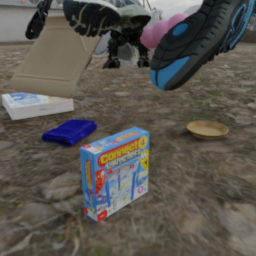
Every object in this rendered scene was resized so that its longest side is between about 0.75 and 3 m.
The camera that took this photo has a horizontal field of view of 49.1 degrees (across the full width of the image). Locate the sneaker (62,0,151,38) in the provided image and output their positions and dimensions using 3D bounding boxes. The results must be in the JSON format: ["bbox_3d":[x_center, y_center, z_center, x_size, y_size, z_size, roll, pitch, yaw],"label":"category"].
[{"bbox_3d":[-0.476,-2.288,5.340,2.024,0.874,0.786,-16,-15,-48],"label":"sneaker"}]

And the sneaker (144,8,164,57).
[{"bbox_3d":[1.204,-2.686,9.066,1.165,2.339,0.876,-22,22,33],"label":"sneaker"}]

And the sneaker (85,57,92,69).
[{"bbox_3d":[-2.157,-3.145,10.804,1.062,2.798,1.270,15,59,13],"label":"sneaker"}]

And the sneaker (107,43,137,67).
[{"bbox_3d":[-0.761,-3.957,13.280,2.886,1.124,1.434,37,7,-9],"label":"sneaker"}]

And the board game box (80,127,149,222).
[{"bbox_3d":[-0.231,0.943,5.993,0.441,1.545,1.578,20,29,41],"label":"board game box"}]

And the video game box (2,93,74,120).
[{"bbox_3d":[-4.142,-1.146,12.700,2.634,0.617,2.400,-13,27,-29],"label":"video game box"}]

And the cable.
[{"bbox_3d":[-2.607,-3.297,8.265,0.410,1.316,1.614,22,-27,-21],"label":"cable"}]

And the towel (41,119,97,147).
[{"bbox_3d":[-2.010,0.080,9.767,1.264,0.424,1.711,10,23,22],"label":"towel"}]

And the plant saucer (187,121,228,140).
[{"bbox_3d":[2.800,0.106,9.941,1.419,0.251,1.419,0,21,0],"label":"plant saucer"}]

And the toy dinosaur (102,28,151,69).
[{"bbox_3d":[-0.102,-2.561,7.561,1.417,1.883,2.774,2,12,19],"label":"toy dinosaur"}]

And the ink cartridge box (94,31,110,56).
[{"bbox_3d":[-0.871,-3.475,11.294,1.041,0.610,1.441,-28,14,12],"label":"ink cartridge box"}]

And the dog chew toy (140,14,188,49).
[{"bbox_3d":[0.969,-2.334,7.007,1.341,0.835,0.835,-9,19,14],"label":"dog chew toy"}]

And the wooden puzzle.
[{"bbox_3d":[-2.113,-2.268,8.728,2.665,2.881,0.536,10,-19,31],"label":"wooden puzzle"}]

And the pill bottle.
[{"bbox_3d":[2.324,-2.956,8.819,1.313,1.313,2.193,10,5,23],"label":"pill bottle"}]

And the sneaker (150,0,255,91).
[{"bbox_3d":[1.541,-1.650,5.056,2.880,1.180,1.054,-51,41,-9],"label":"sneaker"}]

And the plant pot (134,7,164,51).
[{"bbox_3d":[0.914,-4.146,12.219,1.660,1.173,1.172,-37,23,21],"label":"plant pot"}]
